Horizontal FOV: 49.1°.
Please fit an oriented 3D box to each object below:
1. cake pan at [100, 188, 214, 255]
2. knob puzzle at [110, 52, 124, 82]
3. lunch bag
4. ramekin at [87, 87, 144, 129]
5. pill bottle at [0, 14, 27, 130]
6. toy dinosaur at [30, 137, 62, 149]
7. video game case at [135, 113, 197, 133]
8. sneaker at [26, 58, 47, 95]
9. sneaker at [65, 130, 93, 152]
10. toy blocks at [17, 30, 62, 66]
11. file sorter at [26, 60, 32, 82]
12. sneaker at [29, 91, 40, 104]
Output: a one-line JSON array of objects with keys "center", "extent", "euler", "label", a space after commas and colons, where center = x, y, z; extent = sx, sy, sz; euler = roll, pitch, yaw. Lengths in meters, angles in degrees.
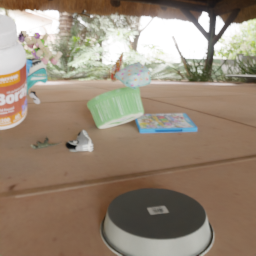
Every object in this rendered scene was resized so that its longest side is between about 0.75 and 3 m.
[{"center": [0.573, 1.851, 5.715], "extent": [2.301, 0.422, 2.301], "euler": [0, 14, 0], "label": "cake pan"}, {"center": [-0.560, -2.581, 12.357], "extent": [0.191, 1.377, 1.377], "euler": [18, 6, -23], "label": "knob puzzle"}, {"center": [0.174, -2.007, 10.948], "extent": [1.161, 0.708, 0.989], "euler": [-22, 40, -17], "label": "lunch bag"}, {"center": [-0.542, -0.916, 13.609], "extent": [2.668, 1.303, 2.668], "euler": [-18, -5, -2], "label": "ramekin"}, {"center": [-3.423, -1.391, 7.194], "extent": [1.540, 2.746, 1.540], "euler": [10, 42, -9], "label": "pill bottle"}, {"center": [-3.342, 0.619, 11.189], "extent": [1.271, 0.302, 0.560], "euler": [-10, 31, -36], "label": "toy dinosaur"}, {"center": [1.837, -0.274, 14.272], "extent": [2.820, 0.251, 2.018], "euler": [-1, 23, -6], "label": "video game case"}, {"center": [-4.264, -1.565, 10.522], "extent": [2.852, 1.136, 1.105], "euler": [-35, 43, -28], "label": "sneaker"}, {"center": [-2.019, 0.518, 10.964], "extent": [0.937, 0.609, 1.623], "euler": [-8, 16, -21], "label": "sneaker"}, {"center": [-4.525, -3.666, 13.722], "extent": [1.453, 1.613, 1.726], "euler": [-39, -10, 33], "label": "toy blocks"}, {"center": [-3.754, -1.744, 9.339], "extent": [0.802, 1.156, 0.709], "euler": [15, 17, -28], "label": "file sorter"}, {"center": [-4.989, -1.670, 15.012], "extent": [0.298, 0.790, 0.449], "euler": [-21, 46, 7], "label": "sneaker"}]
